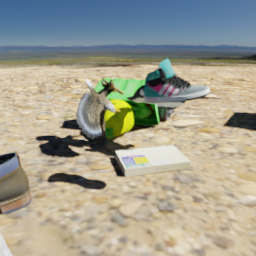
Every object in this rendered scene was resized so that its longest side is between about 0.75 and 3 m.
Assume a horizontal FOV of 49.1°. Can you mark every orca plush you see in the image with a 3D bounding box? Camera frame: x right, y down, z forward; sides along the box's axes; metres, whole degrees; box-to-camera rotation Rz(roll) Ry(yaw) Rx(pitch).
[{"bbox_3d":[0.991,-1.203,8.985,1.329,0.898,2.526,25,-9,-18],"label":"orca plush"}]

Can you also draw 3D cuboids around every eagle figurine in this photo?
[{"bbox_3d":[-0.945,-0.588,9.155,1.540,2.029,1.531,30,-6,-27],"label":"eagle figurine"}]

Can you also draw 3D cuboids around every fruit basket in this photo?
[{"bbox_3d":[-0.256,-0.569,11.064,2.989,2.156,2.989,-5,60,9],"label":"fruit basket"}]

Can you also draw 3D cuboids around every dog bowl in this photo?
[{"bbox_3d":[-2.944,2.143,3.852,2.615,0.767,2.615,0,19,0],"label":"dog bowl"}]

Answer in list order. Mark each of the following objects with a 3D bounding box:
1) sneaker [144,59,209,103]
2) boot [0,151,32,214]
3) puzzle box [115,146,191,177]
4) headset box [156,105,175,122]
[{"bbox_3d":[0.980,-1.041,6.029,1.455,0.878,0.608,-1,20,26],"label":"sneaker"},{"bbox_3d":[-3.263,1.300,5.665,2.486,1.205,0.929,-15,24,-38],"label":"boot"},{"bbox_3d":[0.681,0.940,8.284,1.950,0.248,1.297,-5,19,-13],"label":"puzzle box"},{"bbox_3d":[1.171,-0.855,12.944,1.931,0.724,1.435,6,19,17],"label":"headset box"}]
